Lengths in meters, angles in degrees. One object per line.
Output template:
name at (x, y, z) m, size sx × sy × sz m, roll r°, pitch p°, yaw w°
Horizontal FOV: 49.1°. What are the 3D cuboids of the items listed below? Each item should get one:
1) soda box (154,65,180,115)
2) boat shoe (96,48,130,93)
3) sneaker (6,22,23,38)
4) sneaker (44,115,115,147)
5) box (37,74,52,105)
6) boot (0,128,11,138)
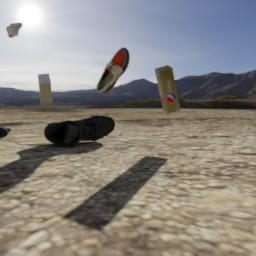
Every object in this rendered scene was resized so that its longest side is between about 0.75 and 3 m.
soda box at (1.578, -1.530, 11.244) m, size 0.588 × 1.836 × 0.622 m, roll -18°, pitch 25°, yaw -4°
boat shoe at (-0.779, -2.776, 13.758) m, size 0.910 × 2.558 × 0.800 m, roll 45°, pitch 32°, yaw 17°
sneaker at (-3.734, -3.233, 9.291) m, size 0.411 × 0.399 × 1.126 m, roll -22°, pitch 18°, yaw -31°
sneaker at (-1.736, 0.143, 10.892) m, size 2.859 × 1.093 × 1.638 m, roll -5°, pitch 9°, yaw -21°
box at (-3.656, -1.674, 12.319) m, size 0.500 × 0.601 × 1.462 m, roll -9°, pitch -29°, yaw -19°
boot at (-6.006, 0.156, 13.259) m, size 1.460 × 0.505 × 1.271 m, roll -1°, pitch 6°, yaw 15°
